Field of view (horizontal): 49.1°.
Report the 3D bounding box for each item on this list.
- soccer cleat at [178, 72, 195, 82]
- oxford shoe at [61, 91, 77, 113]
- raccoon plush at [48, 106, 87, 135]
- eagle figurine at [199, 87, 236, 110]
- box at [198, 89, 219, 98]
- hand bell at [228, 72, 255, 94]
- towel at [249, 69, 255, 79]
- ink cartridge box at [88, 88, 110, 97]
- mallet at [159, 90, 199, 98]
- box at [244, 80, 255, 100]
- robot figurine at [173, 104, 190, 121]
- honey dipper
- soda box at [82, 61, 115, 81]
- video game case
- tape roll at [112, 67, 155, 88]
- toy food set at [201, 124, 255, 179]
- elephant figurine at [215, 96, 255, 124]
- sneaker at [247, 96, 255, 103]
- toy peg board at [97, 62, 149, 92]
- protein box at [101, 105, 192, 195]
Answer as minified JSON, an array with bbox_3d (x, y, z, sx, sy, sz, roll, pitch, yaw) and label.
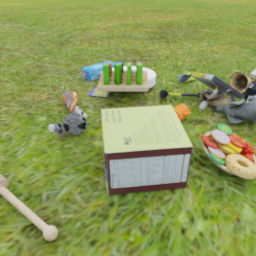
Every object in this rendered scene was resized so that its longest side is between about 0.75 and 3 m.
[{"bbox_3d":[2.989,-2.535,14.187,1.220,0.394,0.510,-15,-7,-40],"label":"soccer cleat"},{"bbox_3d":[-2.507,-1.104,11.669,0.614,0.601,1.685,18,18,-19],"label":"oxford shoe"},{"bbox_3d":[-2.184,-0.353,10.167,1.549,0.750,1.038,6,32,-35],"label":"raccoon plush"},{"bbox_3d":[3.652,-1.227,11.607,1.333,1.006,1.011,17,26,36],"label":"eagle figurine"},{"bbox_3d":[3.680,-1.484,12.750,0.819,0.202,0.654,24,39,32],"label":"box"},{"bbox_3d":[5.848,-2.170,13.441,1.992,1.037,1.037,-8,32,-35],"label":"hand bell"},{"bbox_3d":[7.263,-2.639,14.440,1.710,0.295,1.134,28,44,35],"label":"towel"},{"bbox_3d":[-1.319,-1.721,13.079,0.910,0.214,0.900,8,31,9],"label":"ink cartridge box"},{"bbox_3d":[2.274,-1.507,12.629,1.795,0.369,0.591,2,11,-9],"label":"mallet"},{"bbox_3d":[6.172,-1.682,12.626,1.181,0.660,1.673,28,43,31],"label":"box"},{"bbox_3d":[2.020,-0.576,10.997,0.979,0.704,0.571,-36,86,-39],"label":"robot figurine"},{"bbox_3d":[-2.876,1.946,7.203,2.987,0.567,0.567,27,42,31],"label":"honey dipper"},{"bbox_3d":[-1.498,-2.993,14.713,1.749,0.561,0.593,-24,40,-31],"label":"soda box"},{"bbox_3d":[3.807,-1.831,12.045,1.786,0.228,1.614,26,6,-24],"label":"video game case"},{"bbox_3d":[0.081,-2.460,13.796,2.595,0.474,2.595,1,28,-1],"label":"tape roll"},{"bbox_3d":[3.165,0.707,8.695,1.926,0.473,1.945,35,40,15],"label":"toy food set"},{"bbox_3d":[4.230,-0.615,10.854,1.550,1.202,1.097,-1,63,14],"label":"elephant figurine"},{"bbox_3d":[5.111,-1.060,11.730,1.145,0.507,0.431,-21,4,-36],"label":"sneaker"},{"bbox_3d":[-0.184,-2.476,12.226,2.124,1.039,2.116,1,31,1],"label":"toy peg board"},{"bbox_3d":[0.401,0.574,8.363,2.282,1.540,2.266,-4,33,-6],"label":"protein box"}]
